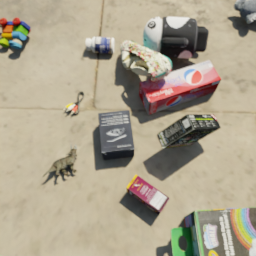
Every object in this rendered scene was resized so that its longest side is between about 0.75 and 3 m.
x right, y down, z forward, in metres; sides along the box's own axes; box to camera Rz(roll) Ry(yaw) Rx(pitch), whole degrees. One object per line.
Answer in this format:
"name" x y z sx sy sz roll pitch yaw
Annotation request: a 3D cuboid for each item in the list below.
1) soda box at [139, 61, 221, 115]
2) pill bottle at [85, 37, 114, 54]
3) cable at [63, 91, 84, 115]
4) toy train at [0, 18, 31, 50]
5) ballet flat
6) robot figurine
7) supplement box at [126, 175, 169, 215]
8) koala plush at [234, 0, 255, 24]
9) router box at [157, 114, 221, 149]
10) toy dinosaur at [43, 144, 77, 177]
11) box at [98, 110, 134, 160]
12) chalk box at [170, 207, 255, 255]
"soda box" 1.776 -1.428 9.833 2.698 0.856 0.945 -19 66 -9
"pill bottle" -1.081 -3.188 10.807 1.063 0.590 0.590 3 65 1
"cable" -1.801 -0.875 9.903 0.495 0.256 1.019 30 69 11
"toy train" -4.811 -3.654 11.006 1.845 0.781 1.067 8 79 21
"ballet flat" 0.332 -2.355 9.731 0.909 1.076 2.845 -38 40 -13
"robot figurine" 1.722 -3.361 10.381 2.349 1.765 1.466 4 81 3
"supplement box" 0.574 1.986 8.320 1.211 0.668 0.519 33 73 14
"koala plush" 5.200 -4.909 11.289 1.587 1.459 1.408 -23 66 3
"router box" 1.854 0.095 8.495 1.640 1.229 0.509 -2 62 -46
"toy dinosaur" -2.049 1.172 8.859 1.394 0.537 0.713 -36 43 -7
"box" -0.390 0.238 9.108 1.055 0.744 1.426 -5 65 -2
"chalk box" 2.356 2.995 7.398 2.475 1.534 1.545 -3 66 0
